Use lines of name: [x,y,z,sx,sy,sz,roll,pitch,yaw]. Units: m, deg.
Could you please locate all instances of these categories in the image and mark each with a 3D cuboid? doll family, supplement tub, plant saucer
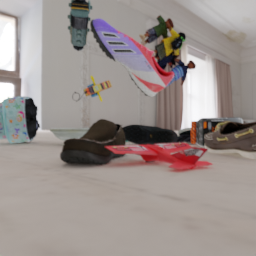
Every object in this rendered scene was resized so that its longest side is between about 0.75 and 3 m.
doll family: [1.473,-2.561,9.725,1.503,2.600,1.020,-34,49,-10]
supplement tub: [3.026,0.157,9.635,1.680,1.029,1.029,-1,0,16]
plant saucer: [-1.753,0.329,11.139,2.617,0.657,2.617,0,1,0]

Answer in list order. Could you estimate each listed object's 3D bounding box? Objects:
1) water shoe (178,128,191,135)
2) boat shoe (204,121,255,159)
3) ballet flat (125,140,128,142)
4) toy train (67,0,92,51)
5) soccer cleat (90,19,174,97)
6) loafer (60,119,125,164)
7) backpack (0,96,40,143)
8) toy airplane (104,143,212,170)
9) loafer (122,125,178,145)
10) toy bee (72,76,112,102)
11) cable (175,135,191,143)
water shoe: [2.797,0.337,11.477,1.511,0.596,0.540,1,-17,-4]
boat shoe: [2.699,0.204,7.157,0.942,0.780,2.621,-24,6,-11]
ballet flat: [0.654,0.314,12.608,1.985,0.737,0.737,0,1,17]
toy train: [-1.475,-3.097,8.396,0.712,0.952,1.670,4,-29,-11]
soccer cleat: [0.138,-2.280,8.496,1.087,2.969,1.013,-35,21,30]
loafer: [-0.695,0.250,6.062,0.912,0.892,2.500,0,0,14]
backpack: [-4.552,-0.326,11.466,1.681,1.983,2.233,-5,7,-15]
toy airplane: [0.701,0.511,5.386,2.118,0.390,2.118,0,1,0]
loafer: [0.815,0.311,11.033,2.284,0.775,0.802,5,-2,23]
toy bee: [-1.514,-1.569,12.140,1.755,1.149,0.954,-44,7,-3]
cable: [2.957,0.386,11.703,2.145,0.545,1.750,1,1,37]
